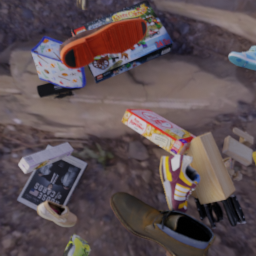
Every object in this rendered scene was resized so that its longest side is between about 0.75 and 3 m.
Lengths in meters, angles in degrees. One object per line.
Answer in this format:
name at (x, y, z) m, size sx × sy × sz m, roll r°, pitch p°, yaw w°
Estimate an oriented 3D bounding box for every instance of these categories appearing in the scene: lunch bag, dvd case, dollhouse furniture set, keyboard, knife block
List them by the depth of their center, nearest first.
knife block at (2.288, 1.435, 7.144) m, size 1.884 × 0.687 × 2.146 m, roll 29°, pitch 117°, yaw 32°
dollhouse furniture set at (2.663, 0.914, 7.962) m, size 0.775 × 1.588 × 1.354 m, roll 30°, pitch 51°, yaw -5°
dvd case at (-2.278, 1.645, 8.538) m, size 1.419 × 0.234 × 1.888 m, roll 24°, pitch 75°, yaw 8°
lunch bag at (-2.090, -2.010, 8.975) m, size 1.558 × 1.325 × 0.965 m, roll 22°, pitch 62°, yaw 10°
keyboard at (-2.313, -1.240, 9.410) m, size 1.405 × 0.278 × 0.731 m, roll -15°, pitch 60°, yaw -9°

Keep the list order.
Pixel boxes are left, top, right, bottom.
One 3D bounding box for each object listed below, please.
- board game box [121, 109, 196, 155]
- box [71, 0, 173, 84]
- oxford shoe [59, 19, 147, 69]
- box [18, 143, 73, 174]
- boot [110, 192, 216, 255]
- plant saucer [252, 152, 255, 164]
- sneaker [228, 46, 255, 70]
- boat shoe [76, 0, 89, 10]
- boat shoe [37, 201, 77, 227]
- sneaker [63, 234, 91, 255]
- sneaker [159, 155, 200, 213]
board game box at (0.947, 0.085, 8.019) m, size 1.891 × 1.432 × 0.438 m, roll 32°, pitch 108°, yaw 24°
box at (-0.220, -3.032, 9.739) m, size 2.939 × 0.554 × 2.007 m, roll -25°, pitch 75°, yaw -7°
oxford shoe at (-0.751, -2.614, 8.044) m, size 2.647 × 0.942 × 0.960 m, roll -22°, pitch 46°, yaw -9°
box at (-2.264, 0.818, 7.895) m, size 0.350 × 1.690 × 0.327 m, roll 47°, pitch 120°, yaw 13°
boot at (0.835, 2.278, 7.080) m, size 2.836 × 1.374 × 1.059 m, roll 33°, pitch 45°, yaw 15°
plant saucer at (4.711, 1.192, 8.618) m, size 1.317 × 0.319 × 1.317 m, roll -15°, pitch 74°, yaw -5°
sneaker at (4.099, -2.526, 9.638) m, size 1.241 × 0.494 × 0.810 m, roll 19°, pitch 76°, yaw -4°
boat shoe at (-1.302, -3.793, 7.755) m, size 0.356 × 0.362 × 0.972 m, roll 11°, pitch 118°, yaw 8°
boat shoe at (-1.828, 2.318, 7.585) m, size 0.435 × 1.258 × 0.464 m, roll -42°, pitch 39°, yaw 17°
sneaker at (-1.268, 3.106, 7.247) m, size 0.565 × 1.479 × 0.558 m, roll 26°, pitch 78°, yaw 7°
sneaker at (1.378, 1.479, 6.915) m, size 0.852 × 1.892 × 0.709 m, roll -7°, pitch 35°, yaw 22°
